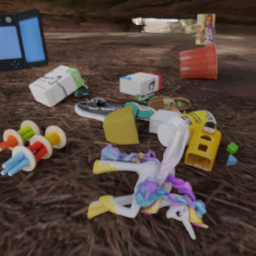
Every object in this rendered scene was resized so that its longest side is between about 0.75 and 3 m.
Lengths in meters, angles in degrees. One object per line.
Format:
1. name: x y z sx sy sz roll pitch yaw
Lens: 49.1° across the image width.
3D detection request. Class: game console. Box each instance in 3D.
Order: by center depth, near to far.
1. game console: -2.973 -2.315 7.458 1.309 1.489 0.866 -13 14 -27

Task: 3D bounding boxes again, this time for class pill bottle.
1. pill bottle: 2.033 0.058 9.797 1.917 1.074 1.074 -14 27 -27

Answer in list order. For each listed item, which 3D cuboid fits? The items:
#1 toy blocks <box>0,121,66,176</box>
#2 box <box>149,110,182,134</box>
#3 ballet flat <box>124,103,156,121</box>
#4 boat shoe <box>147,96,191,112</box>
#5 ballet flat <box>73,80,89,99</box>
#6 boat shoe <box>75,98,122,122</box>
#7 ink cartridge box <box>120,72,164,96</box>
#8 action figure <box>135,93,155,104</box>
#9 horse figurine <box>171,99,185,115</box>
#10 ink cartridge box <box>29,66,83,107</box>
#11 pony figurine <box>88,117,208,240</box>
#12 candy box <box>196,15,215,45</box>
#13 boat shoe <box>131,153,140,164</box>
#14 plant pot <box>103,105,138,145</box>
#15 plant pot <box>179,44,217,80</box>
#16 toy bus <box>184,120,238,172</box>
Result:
1. toy blocks: -3.394 0.643 8.767 1.943 0.846 2.331 10 26 21
2. box: 1.470 -0.198 10.873 0.996 0.654 1.001 13 27 26
3. ballet flat: 0.581 -0.628 11.983 0.601 0.711 1.881 13 8 -43
4. boat shoe: 1.861 -1.068 12.530 1.988 0.752 0.734 -6 8 -12
5. ballet flat: -2.774 -2.261 15.432 0.869 0.864 2.541 -2 32 -27
6. boat shoe: -1.299 -0.884 12.109 2.643 0.896 0.948 19 31 37
7. ink cartridge box: 0.848 -2.546 15.885 1.454 0.842 2.503 17 29 33
8. action figure: 1.114 -1.442 13.934 1.840 0.503 1.087 12 30 33
9. horse figurine: 2.075 -0.570 11.473 0.349 0.927 1.399 -21 65 -12
10. ink cartridge box: -3.607 -2.143 14.097 1.561 0.902 2.146 22 53 41
11. pony figurine: 0.554 1.161 6.696 2.655 2.211 2.563 7 57 7
12. candy box: 3.056 -3.903 11.113 0.646 1.108 0.313 -10 22 -24
13. boat shoe: 0.193 1.034 8.583 0.257 0.284 0.797 -11 27 -23
14. plant pot: -0.291 -0.041 10.093 1.129 1.103 1.096 -10 24 4
15. plant pot: 4.443 -4.137 18.104 2.220 2.282 2.282 -5 23 10
16. toy bus: 2.374 0.374 8.546 1.719 0.941 1.822 -21 54 -10
